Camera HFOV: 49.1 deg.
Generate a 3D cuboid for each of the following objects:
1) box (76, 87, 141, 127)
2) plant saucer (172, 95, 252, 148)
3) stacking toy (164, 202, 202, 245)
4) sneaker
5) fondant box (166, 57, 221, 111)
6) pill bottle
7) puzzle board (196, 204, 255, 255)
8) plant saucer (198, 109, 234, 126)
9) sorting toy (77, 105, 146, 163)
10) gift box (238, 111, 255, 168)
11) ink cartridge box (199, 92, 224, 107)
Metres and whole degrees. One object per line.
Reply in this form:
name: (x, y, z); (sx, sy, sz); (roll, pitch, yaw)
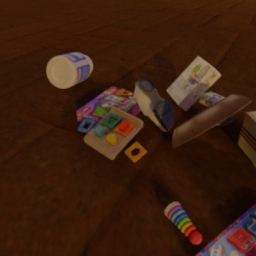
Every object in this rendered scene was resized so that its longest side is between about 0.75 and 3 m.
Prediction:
box: (-0.535, -0.758, 10.575); (1.667, 0.476, 2.436); (17, 36, 24)
plant saucer: (2.299, -0.281, 8.216); (2.622, 2.622, 0.480); (-29, 85, -37)
stacking toy: (1.247, 2.142, 6.202); (0.427, 0.427, 1.000); (-17, 44, -25)
sneaker: (0.896, -0.726, 9.965); (0.815, 0.952, 2.186); (-15, 60, -25)
fondant box: (2.512, -1.747, 10.995); (0.547, 1.879, 1.356); (32, 19, -29)
pill bottle: (-2.489, -2.650, 12.583); (1.356, 1.356, 2.420); (8, 21, 13)
puzzle board: (2.832, 2.703, 5.389); (2.991, 0.260, 2.254); (-23, 39, -31)
plant saucer: (3.130, -0.359, 10.047); (1.262, 0.231, 1.262); (5, 22, -2)
sorting toy: (-0.500, 0.076, 8.750); (2.744, 0.374, 1.545); (28, 69, 35)
gift box: (4.131, 0.273, 8.062); (1.422, 1.541, 1.439); (-10, 35, -6)
ink cartridge box: (3.300, -1.043, 10.819); (0.632, 0.364, 0.866); (-18, 35, -28)
